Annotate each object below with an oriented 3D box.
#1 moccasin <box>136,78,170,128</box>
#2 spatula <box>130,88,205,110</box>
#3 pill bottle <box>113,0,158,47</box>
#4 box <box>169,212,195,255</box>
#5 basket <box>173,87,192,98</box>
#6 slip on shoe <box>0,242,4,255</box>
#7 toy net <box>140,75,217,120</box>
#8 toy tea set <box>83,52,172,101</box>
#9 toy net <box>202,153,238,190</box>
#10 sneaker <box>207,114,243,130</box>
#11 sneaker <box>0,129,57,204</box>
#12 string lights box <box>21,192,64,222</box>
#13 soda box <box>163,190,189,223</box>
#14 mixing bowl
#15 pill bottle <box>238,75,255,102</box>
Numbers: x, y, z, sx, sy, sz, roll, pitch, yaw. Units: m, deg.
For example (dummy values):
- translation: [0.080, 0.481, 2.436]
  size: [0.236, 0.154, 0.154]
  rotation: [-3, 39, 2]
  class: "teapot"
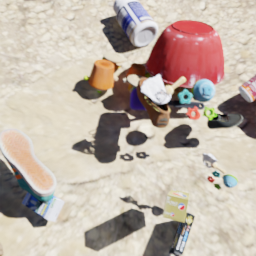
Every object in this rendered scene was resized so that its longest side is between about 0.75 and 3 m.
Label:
- translation: [0.622, -0.769, 7.047]
  size: [0.632, 0.667, 1.728]
  rotation: [4, 40, -14]
  class: "moccasin"
- translation: [1.187, -0.747, 8.135]
  size: [2.325, 0.239, 0.657]
  rotation: [5, 80, -18]
  class: "spatula"
- translation: [0.206, -3.840, 9.944]
  size: [1.047, 1.047, 1.810]
  rotation: [-23, 66, -11]
  class: "pill bottle"
- translation: [1.279, 2.549, 6.671]
  size: [0.216, 0.746, 0.939]
  rotation: [23, 65, 9]
  class: "box"
- translation: [1.784, -1.677, 8.988]
  size: [0.815, 0.781, 1.095]
  rotation: [-19, 65, -8]
  class: "basket"
- translation: [-3.705, 3.299, 6.572]
  size: [1.615, 0.614, 0.489]
  rotation: [-36, 65, -25]
  class: "slip on shoe"
- translation: [1.173, -0.704, 6.560]
  size: [1.893, 0.366, 0.993]
  rotation: [4, 93, -11]
  class: "toy net"
- translation: [0.031, -1.398, 8.944]
  size: [2.807, 1.039, 1.669]
  rotation: [28, 37, 17]
  class: "toy tea set"
- translation: [1.862, 0.899, 5.979]
  size: [1.075, 0.564, 0.208]
  rotation: [53, 55, -15]
  class: "toy net"
- translation: [2.541, -0.221, 7.335]
  size: [0.934, 0.496, 0.349]
  rotation: [-15, 62, 9]
  class: "sneaker"
- translation: [-2.503, 0.958, 6.774]
  size: [0.750, 0.840, 2.102]
  rotation: [-23, 61, -38]
  class: "sneaker"
- translation: [-2.186, 1.919, 7.172]
  size: [1.049, 0.309, 0.539]
  rotation: [16, 74, 33]
  class: "string lights box"
- translation: [1.023, 1.587, 5.817]
  size: [0.424, 1.324, 0.448]
  rotation: [11, 85, 15]
  class: "soda box"
- translation: [1.748, -2.302, 8.117]
  size: [2.388, 1.294, 2.388]
  rotation: [3, 37, -2]
  class: "mixing bowl"
- translation: [3.169, -1.055, 6.777]
  size: [0.875, 0.479, 0.479]
  rotation: [-38, 67, 9]
  class: "pill bottle"
